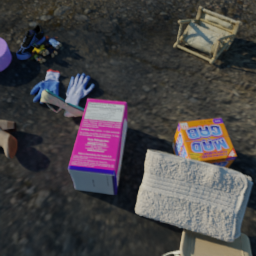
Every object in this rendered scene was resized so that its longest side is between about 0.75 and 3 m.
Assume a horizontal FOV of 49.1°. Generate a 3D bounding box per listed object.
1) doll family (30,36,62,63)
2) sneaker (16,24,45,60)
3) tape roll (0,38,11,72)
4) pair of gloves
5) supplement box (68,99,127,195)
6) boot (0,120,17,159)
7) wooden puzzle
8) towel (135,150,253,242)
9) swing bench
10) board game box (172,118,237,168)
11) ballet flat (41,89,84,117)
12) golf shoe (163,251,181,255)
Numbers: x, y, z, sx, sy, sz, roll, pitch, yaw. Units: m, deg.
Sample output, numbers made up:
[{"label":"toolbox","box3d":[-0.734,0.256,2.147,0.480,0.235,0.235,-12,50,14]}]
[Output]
[{"label":"doll family","box3d":[-3.927,-3.750,13.214,0.956,0.649,1.653,35,55,28]},{"label":"sneaker","box3d":[-4.700,-4.128,13.342,0.720,0.800,2.052,15,54,11]},{"label":"tape roll","box3d":[-6.495,-3.293,12.796,2.072,0.680,2.072,0,54,0]},{"label":"pair of gloves","box3d":[-2.733,-1.676,11.823,2.517,0.287,2.024,6,53,6]},{"label":"supplement box","box3d":[-0.884,0.564,9.390,1.467,1.437,2.839,7,53,5]},{"label":"boot","box3d":[-4.720,0.449,10.088,1.279,0.614,1.749,-11,52,0]},{"label":"wooden puzzle","box3d":[2.385,3.237,7.579,1.916,0.357,1.773,18,20,12]},{"label":"towel","box3d":[1.736,1.837,7.639,2.903,0.500,1.924,13,93,8]},{"label":"swing bench","box3d":[3.698,-4.429,13.255,2.155,1.405,2.166,33,54,23]},{"label":"board game box","box3d":[2.409,0.725,9.215,1.440,1.441,1.440,-6,57,-6]},{"label":"ballet flat","box3d":[-2.475,-0.791,10.805,1.922,0.668,0.668,29,53,-13]},{"label":"golf shoe","box3d":[1.466,3.639,7.369,2.098,0.966,0.762,-11,51,-13]}]
